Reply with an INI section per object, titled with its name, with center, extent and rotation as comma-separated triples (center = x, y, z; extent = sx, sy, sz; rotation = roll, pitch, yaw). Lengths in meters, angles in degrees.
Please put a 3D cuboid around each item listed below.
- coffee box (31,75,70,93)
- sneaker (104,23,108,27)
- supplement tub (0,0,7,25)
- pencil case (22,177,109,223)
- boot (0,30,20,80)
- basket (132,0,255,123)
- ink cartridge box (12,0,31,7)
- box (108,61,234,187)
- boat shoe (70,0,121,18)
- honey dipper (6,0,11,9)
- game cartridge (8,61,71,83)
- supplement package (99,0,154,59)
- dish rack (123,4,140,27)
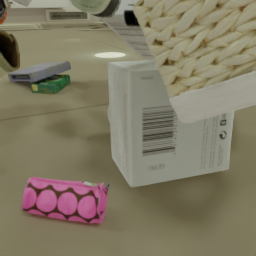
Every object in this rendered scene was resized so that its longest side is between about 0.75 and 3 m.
[coffee box]
center = -3.036, -1.774, 11.141
extent = 0.995, 0.356, 1.619
rotation = 1, 24, 8
[sneaker]
center = -0.860, -4.093, 8.933
extent = 0.788, 2.103, 0.889
rotation = 31, 82, 36
[supplement tub]
center = -3.081, -2.758, 5.527
extent = 1.067, 1.067, 1.742
rotation = -3, -8, -7
[pencil case]
center = -1.031, 1.127, 4.570
extent = 1.394, 0.653, 0.633
rotation = 3, 30, 8
[boot]
center = -3.412, -2.105, 6.799
extent = 1.511, 1.954, 0.704
rotation = -14, 10, 41
[basket]
center = 1.618, -1.420, 3.099
extent = 1.872, 1.704, 2.762
rotation = -39, 13, -37
[ink cartridge box]
center = -1.966, -3.274, 5.442
extent = 0.585, 1.392, 1.016
rotation = 16, -23, -33
[box]
center = 0.806, -0.226, 5.583
extent = 2.166, 2.155, 1.416
rotation = -7, 21, -17
[boat shoe]
center = -0.687, -2.821, 5.403
extent = 0.806, 0.954, 2.677
rotation = 22, 29, -45
[honey dipper]
center = -3.196, -3.578, 6.944
extent = 0.219, 1.154, 0.219
rotation = -9, 20, 3
[game cartridge]
center = -3.686, -2.315, 11.591
extent = 1.689, 0.500, 2.605
rotation = -25, 24, -37
[supplement package]
center = 1.001, -3.633, 8.319
extent = 2.255, 2.272, 2.993
rotation = 11, -4, 28
[dish rack]
center = 0.370, -3.049, 5.459
extent = 0.545, 1.997, 1.532
rotation = -11, 23, -20
